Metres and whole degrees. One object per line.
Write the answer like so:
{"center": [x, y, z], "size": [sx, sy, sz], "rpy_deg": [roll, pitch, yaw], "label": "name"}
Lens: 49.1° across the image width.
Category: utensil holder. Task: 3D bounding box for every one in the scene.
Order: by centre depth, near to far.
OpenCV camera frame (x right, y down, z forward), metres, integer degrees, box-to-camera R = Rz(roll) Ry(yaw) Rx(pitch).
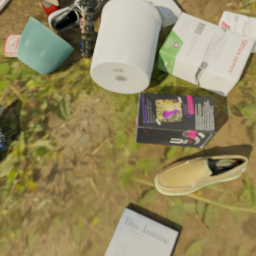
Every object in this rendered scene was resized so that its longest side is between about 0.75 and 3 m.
{"center": [-0.075, -2.793, 9.833], "size": [2.190, 2.190, 2.577], "rpy_deg": [8, 70, 4], "label": "utensil holder"}

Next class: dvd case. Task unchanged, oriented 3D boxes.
{"center": [0.243, 3.793, 8.034], "size": [1.788, 0.220, 2.506], "rpy_deg": [22, 68, 9], "label": "dvd case"}

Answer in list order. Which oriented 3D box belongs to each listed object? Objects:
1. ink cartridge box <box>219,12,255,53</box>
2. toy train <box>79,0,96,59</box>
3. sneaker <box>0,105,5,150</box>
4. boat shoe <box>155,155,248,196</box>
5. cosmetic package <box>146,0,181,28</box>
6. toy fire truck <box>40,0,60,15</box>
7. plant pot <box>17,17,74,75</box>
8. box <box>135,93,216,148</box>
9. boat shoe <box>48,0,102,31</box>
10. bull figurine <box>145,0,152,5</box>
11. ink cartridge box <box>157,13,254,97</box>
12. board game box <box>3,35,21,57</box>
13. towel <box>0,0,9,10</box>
{"center": [4.382, -3.749, 10.994], "size": [1.625, 0.685, 1.177], "rpy_deg": [16, 68, 7], "label": "ink cartridge box"}
{"center": [-1.522, -3.798, 10.211], "size": [0.589, 2.572, 0.439], "rpy_deg": [31, 39, 32], "label": "toy train"}
{"center": [-4.483, 0.301, 9.296], "size": [0.960, 0.868, 2.254], "rpy_deg": [14, 75, -5], "label": "sneaker"}
{"center": [2.235, 1.296, 8.614], "size": [2.897, 1.103, 1.038], "rpy_deg": [-16, 68, -7], "label": "boat shoe"}
{"center": [1.445, -5.001, 11.606], "size": [0.788, 0.554, 1.554], "rpy_deg": [-26, 70, -11], "label": "cosmetic package"}
{"center": [-3.117, -5.022, 10.946], "size": [1.027, 1.404, 1.596], "rpy_deg": [-20, 60, 9], "label": "toy fire truck"}
{"center": [-3.104, -2.801, 10.077], "size": [1.796, 1.796, 1.442], "rpy_deg": [37, 95, 14], "label": "plant pot"}
{"center": [1.454, -0.205, 9.065], "size": [2.368, 1.447, 1.256], "rpy_deg": [4, 67, 2], "label": "box"}
{"center": [-1.981, -4.560, 11.101], "size": [2.400, 0.886, 0.820], "rpy_deg": [-29, 46, -15], "label": "boat shoe"}
{"center": [0.255, -4.538, 11.303], "size": [1.827, 0.595, 1.109], "rpy_deg": [-3, 99, -9], "label": "bull figurine"}
{"center": [2.786, -2.675, 10.258], "size": [2.817, 1.188, 2.057], "rpy_deg": [26, 69, 11], "label": "ink cartridge box"}
{"center": [-4.203, -3.215, 10.995], "size": [1.158, 0.268, 0.877], "rpy_deg": [-1, 67, 0], "label": "board game box"}
{"center": [-6.190, -5.816, 12.104], "size": [2.369, 0.354, 1.734], "rpy_deg": [23, 69, 7], "label": "towel"}
